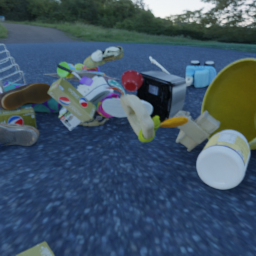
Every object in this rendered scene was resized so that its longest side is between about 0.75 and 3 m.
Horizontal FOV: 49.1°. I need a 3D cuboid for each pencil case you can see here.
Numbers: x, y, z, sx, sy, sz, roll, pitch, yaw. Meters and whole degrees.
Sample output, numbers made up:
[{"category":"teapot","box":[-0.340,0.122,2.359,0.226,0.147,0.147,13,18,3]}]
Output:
[{"category":"pencil case","box":[-4.023,-1.344,12.090,2.807,1.195,1.297,4,39,9]},{"category":"pencil case","box":[-1.183,-1.237,12.040,1.096,1.096,2.479,-12,24,-28]}]

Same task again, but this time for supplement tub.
[{"category":"supplement tub","box":[2.417,0.727,6.996,1.091,1.091,1.501,11,24,26]}]

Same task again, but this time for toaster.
[{"category":"toaster","box":[1.281,-1.230,10.922,1.888,1.707,1.120,25,34,37]}]

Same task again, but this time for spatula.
[{"category":"spatula","box":[-1.624,-1.616,8.497,1.190,0.122,0.336,29,50,-6]}]

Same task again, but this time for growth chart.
[{"category":"growth chart","box":[1.569,-2.607,12.558,1.616,0.143,1.170,39,17,-8]}]

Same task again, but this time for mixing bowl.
[{"category":"mixing bowl","box":[0.119,-1.596,9.973,0.806,0.806,0.437,3,48,8]}]

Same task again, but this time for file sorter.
[{"category":"file sorter","box":[-4.610,-2.149,10.372,0.955,1.064,1.534,-31,73,-23]}]

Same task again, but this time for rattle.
[{"category":"rattle","box":[0.371,-0.588,6.230,1.180,1.075,1.651,-33,58,2]}]

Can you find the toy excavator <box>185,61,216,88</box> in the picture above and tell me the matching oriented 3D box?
[{"category":"toy excavator","box":[3.693,-2.844,16.077,2.574,1.322,2.648,5,31,16]}]

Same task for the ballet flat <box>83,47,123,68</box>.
[{"category":"ballet flat","box":[-0.902,-2.699,10.454,1.629,0.576,0.576,-20,27,-20]}]

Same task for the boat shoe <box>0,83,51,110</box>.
[{"category":"boat shoe","box":[-3.906,-1.229,10.484,0.796,0.797,2.264,8,19,34]}]

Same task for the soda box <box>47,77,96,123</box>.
[{"category":"soda box","box":[-1.303,-0.637,6.620,0.388,1.146,0.367,-21,39,35]}]

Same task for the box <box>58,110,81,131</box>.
[{"category":"box","box":[-1.677,-0.477,9.150,1.082,0.596,0.188,-41,27,-7]}]

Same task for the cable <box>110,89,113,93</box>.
[{"category":"cable","box":[-1.293,-1.810,14.436,1.018,0.352,1.018,5,21,12]}]

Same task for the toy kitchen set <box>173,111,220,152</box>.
[{"category":"toy kitchen set","box":[1.921,-0.273,8.371,1.074,1.317,1.188,37,43,-4]}]

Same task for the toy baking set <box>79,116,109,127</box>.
[{"category":"toy baking set","box":[-1.310,-0.285,10.840,1.222,0.142,0.938,-4,22,-10]}]

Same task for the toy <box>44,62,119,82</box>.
[{"category":"toy","box":[-1.729,-2.256,11.120,1.709,0.701,2.968,1,7,22]}]

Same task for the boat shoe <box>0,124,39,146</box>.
[{"category":"boat shoe","box":[-3.774,0.185,9.041,1.839,0.696,0.660,10,18,0]}]

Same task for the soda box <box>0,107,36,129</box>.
[{"category":"soda box","box":[-4.382,-0.224,9.927,2.055,0.696,0.658,-9,23,-23]}]

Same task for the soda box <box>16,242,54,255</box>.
[{"category":"soda box","box":[-1.752,2.255,3.876,1.553,0.526,0.497,-16,27,-34]}]

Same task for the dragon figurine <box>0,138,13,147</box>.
[{"category":"dragon figurine","box":[-4.059,0.585,8.352,1.200,0.353,0.597,-7,22,-15]}]

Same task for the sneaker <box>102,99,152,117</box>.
[{"category":"sneaker","box":[0.015,-0.711,10.144,1.774,0.653,1.025,8,8,8]}]

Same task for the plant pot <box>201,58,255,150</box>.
[{"category":"plant pot","box":[3.915,-0.494,8.571,1.939,2.732,2.732,13,14,-27]}]

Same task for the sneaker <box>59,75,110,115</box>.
[{"category":"sneaker","box":[-1.705,-1.161,10.629,2.352,0.833,0.859,-29,-19,22]}]
